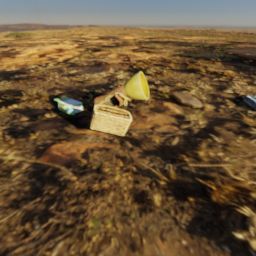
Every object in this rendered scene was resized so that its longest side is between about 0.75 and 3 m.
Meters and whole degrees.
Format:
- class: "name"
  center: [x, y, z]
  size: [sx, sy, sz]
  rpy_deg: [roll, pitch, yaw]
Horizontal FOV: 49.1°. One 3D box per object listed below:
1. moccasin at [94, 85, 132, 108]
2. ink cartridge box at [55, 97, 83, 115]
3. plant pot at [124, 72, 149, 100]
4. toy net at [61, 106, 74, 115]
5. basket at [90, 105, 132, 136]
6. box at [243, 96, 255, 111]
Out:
- class: "moccasin"
  center: [-0.428, -1.317, 12.381]
  size: [2.266, 0.829, 0.875]
  rpy_deg: [-19, 39, -3]
- class: "ink cartridge box"
  center: [-2.772, -1.043, 12.928]
  size: [0.703, 0.401, 1.354]
  rpy_deg: [-21, 31, -40]
- class: "plant pot"
  center: [0.221, -1.225, 8.615]
  size: [0.603, 0.850, 0.850]
  rpy_deg: [-13, 19, 18]
- class: "toy net"
  center: [-2.554, -0.762, 11.632]
  size: [0.575, 0.212, 1.096]
  rpy_deg: [14, 6, -22]
- class: "basket"
  center: [-0.602, -0.457, 10.128]
  size: [1.373, 1.023, 0.980]
  rpy_deg: [12, 52, -10]
- class: "box"
  center: [6.409, -1.165, 13.265]
  size: [1.240, 0.359, 1.560]
  rpy_deg: [-2, 23, -4]
